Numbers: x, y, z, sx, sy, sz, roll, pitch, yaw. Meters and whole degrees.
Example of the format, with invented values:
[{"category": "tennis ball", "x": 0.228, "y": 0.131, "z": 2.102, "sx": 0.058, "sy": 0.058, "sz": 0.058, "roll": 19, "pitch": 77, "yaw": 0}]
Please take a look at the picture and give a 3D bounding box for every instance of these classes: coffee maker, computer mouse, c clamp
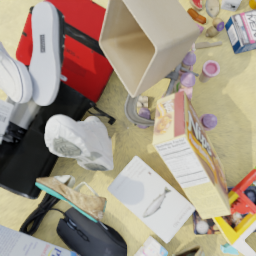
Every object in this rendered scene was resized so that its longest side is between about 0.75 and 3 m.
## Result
[{"category": "coffee maker", "x": -2.250, "y": 0.287, "z": 7.412, "sx": 2.848, "sy": 1.997, "sz": 2.965, "roll": 27, "pitch": 83, "yaw": 4}, {"category": "computer mouse", "x": -1.594, "y": 3.098, "z": 7.618, "sx": 2.945, "sy": 0.678, "sz": 2.068, "roll": 42, "pitch": 82, "yaw": 7}, {"category": "c clamp", "x": 0.824, "y": -0.874, "z": 7.289, "sx": 1.656, "sy": 0.263, "sz": 1.938, "roll": 24, "pitch": 93, "yaw": -20}]

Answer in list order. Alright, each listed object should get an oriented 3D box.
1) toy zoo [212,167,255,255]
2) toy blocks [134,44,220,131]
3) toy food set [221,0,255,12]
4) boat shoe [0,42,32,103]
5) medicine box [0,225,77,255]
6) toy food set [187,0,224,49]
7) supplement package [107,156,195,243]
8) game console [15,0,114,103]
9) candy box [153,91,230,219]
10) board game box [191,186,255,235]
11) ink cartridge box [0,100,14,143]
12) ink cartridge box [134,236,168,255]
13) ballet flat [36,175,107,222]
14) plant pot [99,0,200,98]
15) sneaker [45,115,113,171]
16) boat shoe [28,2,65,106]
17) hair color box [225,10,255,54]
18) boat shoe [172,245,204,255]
[{"category": "toy zoo", "x": 3.555, "y": 2.300, "z": 7.544, "sx": 2.877, "sy": 0.294, "sz": 1.887, "roll": -44, "pitch": 90, "yaw": -2}, {"category": "toy blocks", "x": 1.386, "y": -0.999, "z": 7.663, "sx": 2.224, "sy": 1.872, "sz": 2.078, "roll": 6, "pitch": 81, "yaw": 1}, {"category": "toy food set", "x": 3.106, "y": -4.590, "z": 8.566, "sx": 2.718, "sy": 1.223, "sz": 1.298, "roll": 14, "pitch": 81, "yaw": 2}, {"category": "boat shoe", "x": -3.131, "y": -1.435, "z": 6.483, "sx": 2.448, "sy": 0.855, "sz": 0.868, "roll": 49, "pitch": 125, "yaw": 22}, {"category": "medicine box", "x": -2.665, "y": 3.687, "z": 6.696, "sx": 2.290, "sy": 1.179, "sz": 2.086, "roll": 21, "pitch": 120, "yaw": -2}, {"category": "toy food set", "x": 2.395, "y": -3.496, "z": 8.852, "sx": 1.204, "sy": 0.298, "sz": 1.895, "roll": -9, "pitch": 81, "yaw": 0}, {"category": "supplement package", "x": 0.587, "y": 1.851, "z": 7.563, "sx": 2.016, "sy": 1.183, "sz": 1.179, "roll": 41, "pitch": 83, "yaw": 6}, {"category": "game console", "x": -1.527, "y": -2.579, "z": 8.681, "sx": 2.896, "sy": 1.719, "sz": 2.496, "roll": 31, "pitch": 114, "yaw": 2}, {"category": "candy box", "x": 1.594, "y": 0.707, "z": 6.800, "sx": 0.781, "sy": 1.631, "sz": 2.825, "roll": -21, "pitch": 123, "yaw": 24}, {"category": "board game box", "x": 2.749, "y": 2.316, "z": 7.922, "sx": 1.839, "sy": 0.318, "sz": 1.246, "roll": -3, "pitch": 81, "yaw": -1}, {"category": "ink cartridge box", "x": -3.251, "y": -0.065, "z": 6.160, "sx": 0.937, "sy": 0.544, "sz": 1.298, "roll": 29, "pitch": 64, "yaw": -39}, {"category": "ink cartridge box", "x": 0.576, "y": 3.488, "z": 7.585, "sx": 0.546, "sy": 0.532, "sz": 0.850, "roll": 40, "pitch": 79, "yaw": 2}, {"category": "ballet flat", "x": -1.259, "y": 1.452, "z": 6.373, "sx": 1.883, "sy": 0.664, "sz": 0.615, "roll": 23, "pitch": 68, "yaw": 22}, {"category": "plant pot", "x": 0.528, "y": -2.033, "z": 6.388, "sx": 1.545, "sy": 1.745, "sz": 1.743, "roll": -23, "pitch": 73, "yaw": -25}, {"category": "sneaker", "x": -1.123, "y": 0.178, "z": 6.862, "sx": 0.987, "sy": 2.533, "sz": 1.258, "roll": -5, "pitch": 64, "yaw": 18}, {"category": "boat shoe", "x": -1.765, "y": -1.641, "z": 6.410, "sx": 0.775, "sy": 0.639, "sz": 2.258, "roll": 10, "pitch": 101, "yaw": 22}, {"category": "hair color box", "x": 4.226, "y": -3.108, "z": 8.630, "sx": 2.108, "sy": 0.638, "sz": 1.054, "roll": -15, "pitch": 81, "yaw": -2}, {"category": "boat shoe", "x": 1.157, "y": 3.491, "z": 7.075, "sx": 1.817, "sy": 0.651, "sz": 0.692, "roll": -23, "pitch": 125, "yaw": -27}]
